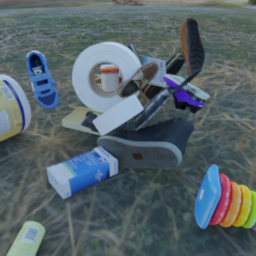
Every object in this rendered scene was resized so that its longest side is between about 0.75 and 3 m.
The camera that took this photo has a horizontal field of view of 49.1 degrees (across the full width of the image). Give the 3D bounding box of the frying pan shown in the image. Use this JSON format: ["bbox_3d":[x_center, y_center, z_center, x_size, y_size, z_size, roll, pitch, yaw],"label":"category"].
[{"bbox_3d":[0.868,-0.703,7.660,0.389,2.390,1.446,43,54,-2],"label":"frying pan"}]

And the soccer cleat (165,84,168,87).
[{"bbox_3d":[1.533,-2.311,14.146,1.578,0.551,0.681,-8,31,-15],"label":"soccer cleat"}]

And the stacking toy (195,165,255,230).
[{"bbox_3d":[2.755,1.856,6.459,2.209,1.213,1.282,16,26,5],"label":"stacking toy"}]

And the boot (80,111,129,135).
[{"bbox_3d":[-0.777,-0.146,9.493,1.432,0.569,1.644,34,24,-2],"label":"boot"}]

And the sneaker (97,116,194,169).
[{"bbox_3d":[0.511,0.394,8.463,2.860,1.070,1.519,5,36,34],"label":"sneaker"}]

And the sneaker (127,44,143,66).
[{"bbox_3d":[0.174,-2.631,11.225,0.674,1.269,0.475,-26,-6,18],"label":"sneaker"}]

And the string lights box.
[{"bbox_3d":[-1.271,1.214,7.971,1.779,0.525,0.914,-21,36,-32],"label":"string lights box"}]

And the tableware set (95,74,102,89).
[{"bbox_3d":[-1.158,-2.464,14.669,2.585,0.300,2.159,-7,31,-13],"label":"tableware set"}]

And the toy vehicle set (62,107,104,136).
[{"bbox_3d":[-1.314,-0.258,10.807,2.098,0.278,1.304,12,32,20],"label":"toy vehicle set"}]

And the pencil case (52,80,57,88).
[{"bbox_3d":[-4.100,-2.133,13.921,1.007,0.465,0.429,-16,39,-24],"label":"pencil case"}]

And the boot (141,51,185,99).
[{"bbox_3d":[1.241,-2.860,12.856,1.798,2.600,1.007,47,7,25],"label":"boot"}]

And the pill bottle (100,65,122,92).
[{"bbox_3d":[-0.674,-1.851,12.044,0.920,1.679,0.920,-3,15,1],"label":"pill bottle"}]

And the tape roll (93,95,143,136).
[{"bbox_3d":[-0.270,-0.347,7.721,1.403,0.491,1.403,-32,2,1],"label":"tape roll"}]

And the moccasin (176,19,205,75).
[{"bbox_3d":[2.352,-3.045,10.817,0.825,2.255,0.870,-6,-12,-24],"label":"moccasin"}]

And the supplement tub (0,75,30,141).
[{"bbox_3d":[-4.988,-0.346,9.064,2.157,2.157,2.966,22,36,33],"label":"supplement tub"}]

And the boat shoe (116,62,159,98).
[{"bbox_3d":[0.374,-1.599,9.745,1.750,0.663,0.628,-40,22,8],"label":"boat shoe"}]

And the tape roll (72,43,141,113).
[{"bbox_3d":[-0.755,-1.891,10.674,2.619,2.619,0.916,4,19,7],"label":"tape roll"}]

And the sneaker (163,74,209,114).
[{"bbox_3d":[1.462,-0.935,7.915,0.553,0.791,1.591,1,32,-41],"label":"sneaker"}]

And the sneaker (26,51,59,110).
[{"bbox_3d":[-2.946,-1.614,9.434,0.770,2.082,0.856,-20,1,-10],"label":"sneaker"}]

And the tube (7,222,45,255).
[{"bbox_3d":[-2.212,2.739,5.427,0.500,0.558,1.925,42,28,-17],"label":"tube"}]

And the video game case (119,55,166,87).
[{"bbox_3d":[0.618,-2.454,11.638,1.967,0.177,1.409,11,56,-12],"label":"video game case"}]
